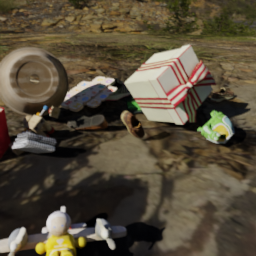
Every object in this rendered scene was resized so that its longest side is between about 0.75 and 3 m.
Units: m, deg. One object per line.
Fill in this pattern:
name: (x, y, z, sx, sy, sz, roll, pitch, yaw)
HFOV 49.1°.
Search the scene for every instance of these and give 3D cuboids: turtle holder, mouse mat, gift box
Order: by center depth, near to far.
turtle holder: (3.051, 0.019, 9.488, 0.971, 1.039, 1.368, 44, 2, 19)
gift box: (1.765, -1.511, 10.684, 2.331, 2.527, 2.359, -51, 27, -19)
mouse mat: (1.256, -1.192, 13.192, 2.681, 0.101, 2.158, -8, 24, -1)

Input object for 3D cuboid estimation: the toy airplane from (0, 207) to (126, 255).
toy airplane: (-1.162, 1.949, 4.962, 1.763, 1.250, 1.771, 16, 28, 32)

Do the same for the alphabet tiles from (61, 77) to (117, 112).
alphabet tiles: (-1.902, -1.674, 13.336, 2.589, 0.193, 2.647, 19, 50, 40)

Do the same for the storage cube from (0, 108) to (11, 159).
storage cube: (-4.598, 0.216, 8.773, 1.285, 1.351, 1.503, -2, 23, -4)

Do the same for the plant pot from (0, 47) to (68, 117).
plant pot: (-3.491, -1.720, 10.420, 2.793, 2.793, 2.424, -9, 9, -19)

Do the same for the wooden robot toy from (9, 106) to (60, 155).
wooden robot toy: (-3.249, 0.000, 9.572, 0.951, 0.923, 2.096, 18, 63, 36)

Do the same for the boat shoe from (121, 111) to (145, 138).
boat shoe: (0.227, -0.046, 9.297, 0.428, 1.266, 0.456, 19, 65, 46)

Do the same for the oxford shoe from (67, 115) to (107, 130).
oxford shoe: (-1.549, -0.100, 10.607, 1.652, 0.589, 0.589, 0, 59, 24)

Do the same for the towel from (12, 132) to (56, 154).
towel: (-2.841, 0.461, 8.492, 0.933, 0.482, 1.127, 18, -18, -39)

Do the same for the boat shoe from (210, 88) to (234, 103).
boat shoe: (4.809, -1.712, 14.060, 1.624, 0.601, 0.600, -19, 30, -36)

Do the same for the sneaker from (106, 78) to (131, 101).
sneaker: (-0.444, -2.149, 14.563, 0.837, 0.992, 2.268, 13, 27, 27)
